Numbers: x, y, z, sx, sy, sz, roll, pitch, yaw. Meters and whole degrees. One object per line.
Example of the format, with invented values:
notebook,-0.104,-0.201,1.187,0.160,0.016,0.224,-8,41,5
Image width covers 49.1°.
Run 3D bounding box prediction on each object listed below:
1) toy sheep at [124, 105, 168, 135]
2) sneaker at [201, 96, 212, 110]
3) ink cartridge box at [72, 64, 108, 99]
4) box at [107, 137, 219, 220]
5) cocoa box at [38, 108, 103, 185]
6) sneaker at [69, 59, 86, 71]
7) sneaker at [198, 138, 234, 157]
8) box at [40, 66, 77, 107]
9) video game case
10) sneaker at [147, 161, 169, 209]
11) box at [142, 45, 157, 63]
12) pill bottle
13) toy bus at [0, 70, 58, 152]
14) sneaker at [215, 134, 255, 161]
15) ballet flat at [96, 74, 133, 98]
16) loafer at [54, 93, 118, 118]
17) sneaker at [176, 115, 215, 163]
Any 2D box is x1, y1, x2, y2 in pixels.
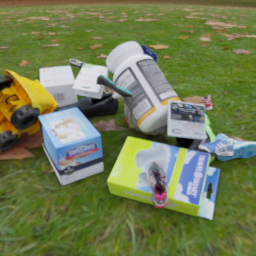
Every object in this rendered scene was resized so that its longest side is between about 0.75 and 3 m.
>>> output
toy sheep,0.912,-0.602,11.023,1.891,1.891,2.743,-26,43,-37
sneaker,3.125,-1.087,11.217,0.344,0.543,0.966,-17,16,10
ink cartridge box,-1.259,-1.510,9.474,0.900,0.517,1.537,11,43,3
box,1.100,1.398,8.272,2.985,0.711,1.820,11,50,17
cocoa box,-1.956,0.509,9.389,1.487,1.463,2.230,-16,34,-24
sneaker,-2.019,-2.657,11.826,0.945,0.366,0.376,27,15,-9
sneaker,2.775,0.579,8.833,1.467,0.565,0.555,4,14,-34
box,-3.455,-2.010,13.818,1.575,1.234,2.532,-8,32,-13
video game case,1.748,-0.229,8.364,1.189,0.139,1.081,6,74,-13
sneaker,0.814,1.424,7.437,0.534,0.495,1.325,-10,48,-1
box,0.873,-2.929,13.071,0.280,1.729,1.047,-33,60,-22
pill bottle,0.479,-1.402,9.497,1.634,1.634,2.808,-21,73,-31
toy bus,-4.028,-0.525,10.616,1.897,2.796,2.684,47,17,14
sneaker,3.795,0.573,10.086,1.673,0.666,1.092,-5,33,-9
ballet flat,-0.454,-1.191,8.659,1.225,0.419,0.417,32,15,1
loafer,-1.822,-0.999,12.348,2.871,1.008,0.975,-10,34,-16
sneaker,2.351,0.133,10.387,1.233,1.130,2.944,1,29,-2
